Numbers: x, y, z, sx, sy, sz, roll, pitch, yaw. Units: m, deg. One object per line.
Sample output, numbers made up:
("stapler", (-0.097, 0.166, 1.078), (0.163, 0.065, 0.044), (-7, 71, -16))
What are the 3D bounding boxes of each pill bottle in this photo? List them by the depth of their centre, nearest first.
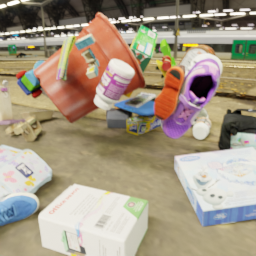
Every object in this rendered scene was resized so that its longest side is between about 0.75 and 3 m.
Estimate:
("pill bottle", (-0.409, -1.086, 7.245), (0.688, 1.226, 0.688), (25, 27, -14))
("pill bottle", (3.336, 0.029, 12.701), (0.738, 0.738, 1.268), (7, 21, 20))

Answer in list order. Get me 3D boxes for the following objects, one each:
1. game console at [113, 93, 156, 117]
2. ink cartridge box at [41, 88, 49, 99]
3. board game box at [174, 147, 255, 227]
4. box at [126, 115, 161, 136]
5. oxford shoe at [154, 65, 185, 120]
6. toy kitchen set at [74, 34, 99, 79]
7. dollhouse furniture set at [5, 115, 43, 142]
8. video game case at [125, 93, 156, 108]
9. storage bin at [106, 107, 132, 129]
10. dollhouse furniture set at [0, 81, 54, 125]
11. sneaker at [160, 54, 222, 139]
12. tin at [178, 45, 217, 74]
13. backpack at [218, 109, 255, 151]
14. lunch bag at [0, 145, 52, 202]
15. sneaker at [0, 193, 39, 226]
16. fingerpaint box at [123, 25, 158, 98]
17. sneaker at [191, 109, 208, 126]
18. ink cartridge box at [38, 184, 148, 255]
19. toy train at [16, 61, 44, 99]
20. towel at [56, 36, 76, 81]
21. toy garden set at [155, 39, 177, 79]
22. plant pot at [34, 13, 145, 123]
("game console", (1.085, -0.667, 14.036), (1.669, 2.407, 2.820), (-49, 37, -13))
("ink cartridge box", (-3.408, -2.481, 13.813), (0.905, 1.895, 2.158), (36, -18, -10))
("board game box", (2.942, 1.519, 7.993), (2.654, 0.576, 2.641), (-6, 25, -4))
("box", (0.872, -0.262, 13.631), (0.732, 0.672, 2.090), (15, 25, 39))
("oxford shoe", (1.257, -0.983, 8.075), (0.627, 1.761, 0.639), (32, 39, 14))
("toy kitchen set", (-0.939, -1.757, 6.925), (0.479, 0.813, 0.651), (-21, 38, 17))
("dollhouse furniture set", (-4.721, 0.329, 12.193), (1.428, 0.898, 1.614), (-23, 17, 10))
("video game case", (0.446, -1.080, 10.774), (0.891, 0.114, 0.980), (-32, 24, -19))
("storage bin", (-0.480, -0.478, 14.027), (1.358, 0.988, 0.912), (1, 29, 2))
("dollhouse furniture set", (-5.541, -1.296, 14.351), (2.286, 2.048, 2.885), (-3, 5, 37))
("sneaker", (1.772, -0.752, 8.119), (1.109, 2.757, 1.219), (24, 28, -6))
("tin", (2.701, -2.315, 11.945), (1.415, 2.528, 0.529), (46, 41, 17))
("backpack", (4.731, 0.378, 10.259), (2.608, 1.651, 2.176), (10, 30, 19))
("lunch bag", (-3.404, 1.378, 8.049), (1.957, 1.244, 1.660), (14, 25, 18))
("sneaker", (-3.093, 2.134, 6.459), (1.968, 0.755, 1.095), (-8, 14, -11))
("fingerpaint box", (0.305, -2.958, 12.358), (0.951, 2.163, 2.593), (25, 41, -7))
("sneaker", (3.721, -0.765, 14.759), (0.851, 0.913, 2.303), (7, 19, 24))
("ink cartridge box", (-0.728, 2.146, 6.314), (2.031, 0.853, 1.471), (7, 20, 21))
("toy train", (-3.060, -2.400, 11.358), (1.566, 1.146, 2.707), (-30, 11, 43))
("towel", (-1.708, -1.861, 7.579), (0.186, 1.176, 1.638), (13, 5, -21))
("toy garden set", (1.546, -1.507, 9.488), (0.521, 2.611, 2.177), (-21, 23, 17))
("plant pot", (-1.403, -1.821, 9.589), (2.852, 2.933, 2.933), (-34, 25, -4))
